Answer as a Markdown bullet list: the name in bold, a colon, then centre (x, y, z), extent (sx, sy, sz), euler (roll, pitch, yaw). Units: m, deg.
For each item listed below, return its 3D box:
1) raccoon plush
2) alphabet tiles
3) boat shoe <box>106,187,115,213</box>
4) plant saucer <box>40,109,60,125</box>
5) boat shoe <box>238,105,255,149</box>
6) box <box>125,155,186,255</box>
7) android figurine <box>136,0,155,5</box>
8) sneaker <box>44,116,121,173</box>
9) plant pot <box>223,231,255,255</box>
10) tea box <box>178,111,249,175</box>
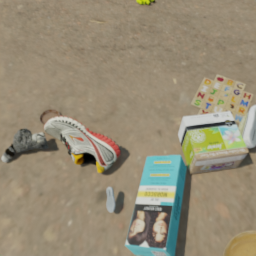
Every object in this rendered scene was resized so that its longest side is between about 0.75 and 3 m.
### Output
- **raccoon plush**: centre (-3.484, 0.757, 9.726), extent (1.046, 0.755, 1.561), euler (32, 90, 18)
- **alphabet tiles**: centre (3.802, -1.143, 11.297), extent (2.094, 0.080, 2.516), euler (23, 58, 16)
- **boat shoe**: centre (-0.502, 2.176, 8.524), extent (0.273, 0.235, 0.758), euler (-3, 88, 21)
- **plant saucer**: centre (-2.984, -0.371, 10.737), extent (0.775, 0.134, 0.775), euler (0, 56, 1)
- **boat shoe**: centre (4.361, -0.084, 10.181), extent (0.682, 0.791, 2.198), euler (-15, 26, 44)
- **box**: centre (0.895, 2.196, 8.241), extent (1.199, 0.716, 2.915), euler (-6, 47, 27)
- **android figurine**: centre (0.899, -7.092, 15.316), extent (1.144, 0.235, 1.041), euler (39, 64, 23)
- **sneaker**: centre (-1.728, 0.534, 9.519), extent (2.858, 1.113, 1.174), euler (24, 60, 16)
- **plant pot**: centre (3.650, 3.975, 7.635), extent (2.217, 0.305, 2.217), euler (0, 56, 0)
- **tea box**: centre (2.792, 0.499, 9.503), extent (1.728, 1.154, 1.700), euler (-8, 57, -6)
